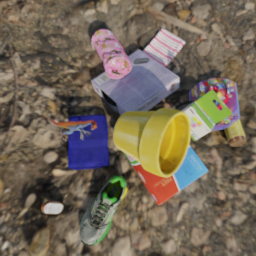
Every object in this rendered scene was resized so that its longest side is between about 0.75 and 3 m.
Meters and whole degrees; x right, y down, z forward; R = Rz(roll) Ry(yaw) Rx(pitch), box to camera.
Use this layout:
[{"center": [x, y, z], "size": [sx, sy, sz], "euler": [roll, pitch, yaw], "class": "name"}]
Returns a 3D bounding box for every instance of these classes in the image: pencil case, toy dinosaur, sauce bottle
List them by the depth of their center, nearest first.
[{"center": [-1.846, -0.035, 10.145], "size": [1.277, 0.739, 1.407], "euler": [-35, 117, 2], "class": "toy dinosaur"}, {"center": [4.069, -0.319, 11.145], "size": [0.701, 0.701, 2.125], "euler": [-5, 64, -2], "class": "sauce bottle"}, {"center": [-0.726, -3.045, 11.464], "size": [1.079, 1.032, 2.493], "euler": [-36, 49, 11], "class": "pencil case"}]

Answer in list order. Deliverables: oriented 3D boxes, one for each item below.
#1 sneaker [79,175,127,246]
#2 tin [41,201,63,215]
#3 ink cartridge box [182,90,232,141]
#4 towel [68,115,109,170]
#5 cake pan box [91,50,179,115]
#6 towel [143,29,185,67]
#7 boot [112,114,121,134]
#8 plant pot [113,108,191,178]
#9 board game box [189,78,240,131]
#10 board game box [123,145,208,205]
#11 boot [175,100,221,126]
[{"center": [-0.914, 2.782, 9.771], "size": [1.037, 1.132, 2.658], "euler": [24, 72, 9], "class": "sneaker"}, {"center": [-2.681, 2.838, 9.960], "size": [0.173, 0.828, 0.463], "euler": [19, 90, 46], "class": "tin"}, {"center": [2.528, -0.410, 9.466], "size": [1.097, 1.484, 0.562], "euler": [50, 43, 0], "class": "ink cartridge box"}, {"center": [-1.559, 0.560, 10.974], "size": [1.574, 0.528, 2.132], "euler": [-2, 71, -6], "class": "towel"}, {"center": [0.236, -1.744, 11.298], "size": [2.751, 0.720, 2.534], "euler": [-38, 54, -16], "class": "cake pan box"}, {"center": [1.608, -3.637, 12.650], "size": [1.294, 0.265, 1.769], "euler": [35, 73, 11], "class": "towel"}, {"center": [-0.141, -0.488, 11.233], "size": [1.567, 0.550, 1.146], "euler": [-22, 83, -26], "class": "boot"}, {"center": [0.689, 0.302, 9.205], "size": [2.016, 2.142, 2.142], "euler": [17, 68, 34], "class": "plant pot"}, {"center": [3.358, -1.078, 11.164], "size": [1.895, 0.467, 2.399], "euler": [-6, 63, 22], "class": "board game box"}, {"center": [1.230, 1.036, 10.521], "size": [2.213, 0.583, 2.892], "euler": [-31, 77, -15], "class": "board game box"}, {"center": [2.657, -0.494, 10.792], "size": [1.653, 0.577, 1.088], "euler": [-10, 81, 28], "class": "boot"}]
